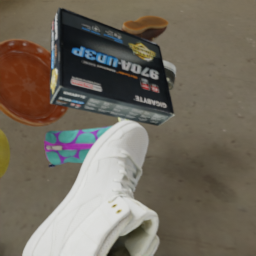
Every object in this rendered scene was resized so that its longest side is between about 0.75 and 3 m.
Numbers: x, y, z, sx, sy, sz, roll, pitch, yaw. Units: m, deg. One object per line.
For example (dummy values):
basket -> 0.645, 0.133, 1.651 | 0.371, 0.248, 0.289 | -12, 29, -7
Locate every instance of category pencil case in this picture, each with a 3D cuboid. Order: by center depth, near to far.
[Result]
pencil case -> -1.002, 0.461, 6.963 | 2.222, 0.946, 1.027 | -5, -1, 21

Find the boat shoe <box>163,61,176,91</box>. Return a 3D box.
boat shoe -> 0.182, -1.963, 9.686 | 2.988, 1.056, 0.951 | 10, 58, 0

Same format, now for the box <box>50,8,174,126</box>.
box -> -0.373, -1.362, 6.574 | 2.830, 0.651, 2.249 | 11, 57, -30

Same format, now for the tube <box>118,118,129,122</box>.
tube -> -0.212, -0.527, 10.784 | 0.377, 0.422, 1.453 | -41, 38, 22

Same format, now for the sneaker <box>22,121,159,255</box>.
sneaker -> -0.055, 1.018, 4.058 | 1.694, 1.080, 2.931 | -6, 42, 46

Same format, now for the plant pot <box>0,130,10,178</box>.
plant pot -> -3.688, 0.590, 6.054 | 2.445, 2.445, 1.735 | 32, 16, 29

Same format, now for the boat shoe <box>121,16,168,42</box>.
boat shoe -> 0.446, -2.872, 8.459 | 0.742, 0.741, 2.109 | 37, 43, 23

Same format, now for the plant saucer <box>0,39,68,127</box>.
plant saucer -> -2.750, -1.242, 7.874 | 0.409, 2.533, 2.533 | -22, 28, 40
